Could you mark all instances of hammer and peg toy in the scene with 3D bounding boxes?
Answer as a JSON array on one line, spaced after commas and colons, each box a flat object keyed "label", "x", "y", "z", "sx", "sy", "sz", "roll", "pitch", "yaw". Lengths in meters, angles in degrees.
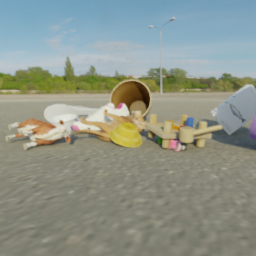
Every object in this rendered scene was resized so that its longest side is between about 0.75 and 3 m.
[{"label": "hammer and peg toy", "x": 1.651, "y": 0.158, "z": 8.507, "sx": 1.682, "sy": 0.806, "sz": 2.287, "roll": 0, "pitch": 13, "yaw": -18}]

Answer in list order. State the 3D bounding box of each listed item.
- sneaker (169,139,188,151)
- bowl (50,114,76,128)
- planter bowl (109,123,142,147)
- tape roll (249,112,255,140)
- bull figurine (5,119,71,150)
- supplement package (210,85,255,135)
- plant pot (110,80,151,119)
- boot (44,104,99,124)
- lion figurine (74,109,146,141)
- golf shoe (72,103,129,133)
[{"label": "sneaker", "x": 1.444, "y": 0.478, "z": 8.260, "sx": 0.451, "sy": 0.374, "sz": 0.945, "roll": 5, "pitch": 13, "yaw": -18}, {"label": "bowl", "x": -2.731, "y": -0.194, "z": 11.978, "sx": 1.130, "sy": 0.508, "sz": 1.130, "roll": -6, "pitch": 19, "yaw": 2}, {"label": "planter bowl", "x": -0.028, "y": 0.134, "z": 8.791, "sx": 1.088, "sy": 0.453, "sz": 1.088, "roll": 13, "pitch": 25, "yaw": -7}, {"label": "tape roll", "x": 4.321, "y": -0.696, "z": 7.317, "sx": 1.131, "sy": 2.661, "sz": 2.661, "roll": 30, "pitch": 23, "yaw": 29}, {"label": "bull figurine", "x": -2.820, "y": 0.147, "z": 8.767, "sx": 1.380, "sy": 0.740, "sz": 2.273, "roll": -14, "pitch": 14, "yaw": -43}, {"label": "supplement package", "x": 4.275, "y": -0.715, "z": 10.894, "sx": 1.792, "sy": 1.047, "sz": 1.051, "roll": -40, "pitch": 0, "yaw": 14}, {"label": "plant pot", "x": 0.345, "y": -1.237, "z": 15.277, "sx": 2.162, "sy": 2.162, "sz": 2.320, "roll": 2, "pitch": -8, "yaw": 13}, {"label": "boot", "x": -2.686, "y": -0.539, "z": 13.674, "sx": 2.938, "sy": 1.080, "sz": 1.404, "roll": 5, "pitch": -2, "yaw": -27}, {"label": "lion figurine", "x": -0.511, "y": 0.025, "z": 9.878, "sx": 1.620, "sy": 0.959, "sz": 2.646, "roll": 25, "pitch": 32, "yaw": 20}, {"label": "golf shoe", "x": -1.102, "y": -0.421, "z": 11.529, "sx": 2.524, "sy": 1.155, "sz": 0.951, "roll": -8, "pitch": 9, "yaw": -27}]
